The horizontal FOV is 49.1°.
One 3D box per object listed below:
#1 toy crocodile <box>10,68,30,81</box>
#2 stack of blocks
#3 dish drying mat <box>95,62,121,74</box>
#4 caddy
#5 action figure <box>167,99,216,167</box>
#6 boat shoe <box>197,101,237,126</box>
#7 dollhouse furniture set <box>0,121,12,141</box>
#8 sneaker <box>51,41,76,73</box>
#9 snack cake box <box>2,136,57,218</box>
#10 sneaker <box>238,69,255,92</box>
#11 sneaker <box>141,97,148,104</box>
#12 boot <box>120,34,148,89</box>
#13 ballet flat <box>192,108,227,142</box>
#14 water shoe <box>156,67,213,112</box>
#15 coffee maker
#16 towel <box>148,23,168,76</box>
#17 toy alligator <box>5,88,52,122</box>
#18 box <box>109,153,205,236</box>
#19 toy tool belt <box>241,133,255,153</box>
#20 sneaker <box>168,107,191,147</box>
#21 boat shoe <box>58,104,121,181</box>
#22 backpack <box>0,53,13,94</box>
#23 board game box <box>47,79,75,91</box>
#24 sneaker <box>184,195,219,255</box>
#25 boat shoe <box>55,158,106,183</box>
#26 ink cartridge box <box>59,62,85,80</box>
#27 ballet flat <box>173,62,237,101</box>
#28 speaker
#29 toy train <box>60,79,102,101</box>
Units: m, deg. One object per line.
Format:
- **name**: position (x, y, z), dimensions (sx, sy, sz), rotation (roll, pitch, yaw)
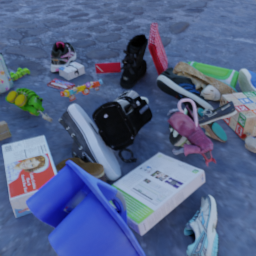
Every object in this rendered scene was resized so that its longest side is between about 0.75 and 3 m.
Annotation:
- **toy crocodile**: position (-4.909, -2.359, 12.495), dimensions (0.385, 0.352, 1.139), rotation (24, 48, 27)
- **stack of blocks**: position (4.786, -0.590, 9.682), dimensions (2.743, 0.803, 1.579), rotation (-8, 34, -10)
- **dish drying mat**: position (-0.913, -2.750, 12.858), dimensions (1.168, 0.448, 0.106), rotation (-6, 13, -12)
- **caddy**: position (-0.616, 1.777, 5.292), dimensions (1.418, 2.702, 1.910), rotation (-39, 50, -17)
- **action figure**: position (1.885, 0.194, 7.616), dimensions (1.199, 1.333, 1.790), rotation (-20, 66, -33)
- **boat shoe**: position (2.504, -0.402, 8.399), dimensions (1.389, 0.430, 0.520), rotation (-19, 10, 24)
- **dollhouse furniture set**: position (-4.333, 0.117, 8.933), dimensions (0.968, 0.634, 0.486), rotation (-27, 50, -27)
- **sneaker**: position (-3.134, -3.711, 13.567), dimensions (1.056, 1.135, 2.630), rotation (-1, 37, -4)
- **snack cake box**: position (-2.583, 1.191, 7.496), dimensions (1.211, 0.708, 2.106), rotation (-14, 40, -20)
- **sneaker**: position (5.344, -1.630, 11.030), dimensions (1.244, 0.858, 2.235), rotation (-11, 42, -5)
- **sneaker**: position (0.092, -0.942, 10.268), dimensions (1.315, 0.505, 0.731), rotation (-17, 30, 13)
- **boot**: position (0.372, -2.967, 11.795), dimensions (0.893, 1.976, 2.412), rotation (22, 43, 8)
- **ballet flat**: position (2.615, -0.049, 9.120), dimensions (1.417, 0.476, 0.482), rotation (49, 54, -1)
- **water shoe**: position (2.185, -1.379, 10.137), dimensions (2.365, 0.845, 0.933), rotation (35, 73, 8)
- **coffee maker**: position (-0.070, -0.119, 8.580), dimensions (1.261, 1.798, 1.872), rotation (0, 17, 22)
- **towel**: position (1.387, -3.130, 12.067), dimensions (0.329, 2.114, 2.923), rotation (-14, 35, 17)
- **toy alligator**: position (-3.374, -0.914, 9.835), dimensions (2.772, 0.822, 0.752), rotation (21, 78, 35)
- **box**: position (0.581, 1.498, 6.946), dimensions (2.220, 0.403, 1.602), rotation (-29, 29, -29)
- **toy tool belt**: position (3.844, 0.518, 8.655), dimensions (0.485, 0.477, 0.777), rotation (-42, 28, 2)
- **sneaker**: position (1.880, 0.119, 9.079), dimensions (0.940, 0.816, 2.122), rotation (38, 31, -11)
- **boat shoe**: position (-1.266, 0.509, 8.198), dimensions (0.977, 1.031, 2.948), rotation (-40, 60, 6)
- **backpack**: position (-5.633, -2.023, 10.988), dimensions (1.823, 1.602, 1.397), rotation (-20, 38, -18)
- **board game box**: position (-2.864, -1.832, 11.955), dimensions (1.089, 0.106, 0.561), rotation (18, 42, 22)
- **sneaker**: position (1.635, 2.160, 6.307), dimensions (0.714, 0.642, 1.655), rotation (5, 37, 11)
- **boat shoe**: position (-1.270, 1.253, 7.503), dimensions (1.776, 0.639, 0.641), rotation (2, 30, 38)
- **ink cartridge box**: position (-2.551, -2.588, 12.697), dimensions (0.680, 0.393, 0.938), rotation (29, 46, 33)
- **ballet flat**: position (2.871, -1.619, 10.962), dimensions (2.759, 0.973, 0.901), rotation (34, 65, 24)
- **speaker**: position (3.461, -2.177, 11.757), dimensions (2.110, 0.933, 0.933), rotation (19, 41, 23)
- **toy train**: position (-1.751, -1.402, 10.727), dimensions (1.613, 0.449, 1.211), rotation (-18, 8, 4)
